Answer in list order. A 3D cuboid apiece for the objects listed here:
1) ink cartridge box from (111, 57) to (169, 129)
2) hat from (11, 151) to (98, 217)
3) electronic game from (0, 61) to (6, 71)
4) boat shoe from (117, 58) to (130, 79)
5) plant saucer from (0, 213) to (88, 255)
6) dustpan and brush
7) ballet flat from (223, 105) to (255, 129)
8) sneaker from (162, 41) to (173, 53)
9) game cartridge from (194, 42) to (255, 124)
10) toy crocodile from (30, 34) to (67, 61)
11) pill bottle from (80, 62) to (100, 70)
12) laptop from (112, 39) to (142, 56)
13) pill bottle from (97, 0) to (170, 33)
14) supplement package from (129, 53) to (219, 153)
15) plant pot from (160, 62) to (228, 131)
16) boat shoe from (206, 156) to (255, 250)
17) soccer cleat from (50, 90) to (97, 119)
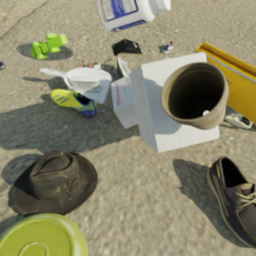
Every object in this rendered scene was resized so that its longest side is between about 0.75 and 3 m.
[{"bbox_3d":[0.697,-1.304,10.475,2.479,1.064,1.815,-22,43,12],"label":"ink cartridge box"},{"bbox_3d":[-2.226,1.413,8.335,2.630,1.061,2.630,1,45,-1],"label":"hat"},{"bbox_3d":[-6.401,-2.946,13.454,0.999,0.208,0.999,1,40,-1],"label":"electronic game"},{"bbox_3d":[-0.148,-2.585,12.832,0.541,0.621,1.686,-8,48,-17],"label":"boat shoe"},{"bbox_3d":[-2.274,3.200,6.849,2.545,0.395,2.545,0,47,0],"label":"plant saucer"},{"bbox_3d":[-2.314,-2.067,12.073,2.999,0.858,2.093,6,44,6],"label":"dustpan and brush"},{"bbox_3d":[4.679,-0.402,10.382,2.937,1.073,1.073,10,44,2],"label":"ballet flat"},{"bbox_3d":[2.080,-4.262,14.697,0.346,0.390,0.923,22,49,21],"label":"sneaker"},{"bbox_3d":[3.154,-1.068,7.921,0.430,2.651,2.337,-45,47,4],"label":"game cartridge"},{"bbox_3d":[-2.692,-2.721,9.419,1.724,0.582,0.532,-14,10,32],"label":"toy crocodile"},{"bbox_3d":[-1.791,-2.739,13.048,0.911,0.484,0.484,-16,46,-15],"label":"pill bottle"},{"bbox_3d":[-0.067,-4.131,14.794,1.317,0.680,1.167,13,39,-25],"label":"laptop"},{"bbox_3d":[0.234,-4.777,10.885,2.571,1.539,1.539,-8,40,24],"label":"pill bottle"},{"bbox_3d":[1.106,-0.688,7.569,1.617,2.103,2.199,-12,7,-6],"label":"supplement package"},{"bbox_3d":[1.453,-0.502,5.712,1.289,1.118,1.289,-13,62,26],"label":"plant pot"},{"bbox_3d":[3.053,1.959,7.769,1.042,1.026,2.798,-13,45,-13],"label":"boat shoe"},{"bbox_3d":[-2.156,-1.174,11.072,2.294,0.960,0.742,25,49,24],"label":"soccer cleat"}]
